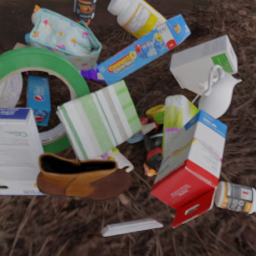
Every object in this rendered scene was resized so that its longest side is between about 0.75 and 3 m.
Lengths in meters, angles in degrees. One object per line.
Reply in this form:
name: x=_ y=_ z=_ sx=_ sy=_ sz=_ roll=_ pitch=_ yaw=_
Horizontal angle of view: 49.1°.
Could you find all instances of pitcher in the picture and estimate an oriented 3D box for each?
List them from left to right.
pitcher: x=2.289 y=-0.940 z=7.372 sx=1.048 sy=1.221 sz=0.740 roll=25 pitch=8 yaw=-32

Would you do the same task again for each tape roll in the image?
tape roll: x=-2.537 y=-0.639 z=7.667 sx=2.979 sy=2.979 sz=0.716 roll=-15 pitch=28 yaw=-14

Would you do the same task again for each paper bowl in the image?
paper bowl: x=-4.255 y=-1.265 z=8.799 sx=1.788 sy=0.930 sz=1.788 roll=-9 pitch=74 yaw=31

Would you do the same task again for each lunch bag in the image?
lunch bag: x=-2.050 y=-2.740 z=9.450 sx=2.218 sy=1.889 sz=1.352 roll=15 pitch=78 yaw=-13

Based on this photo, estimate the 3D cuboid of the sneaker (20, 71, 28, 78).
sneaker: x=-5.110 y=-2.792 z=13.339 sx=0.812 sy=0.756 sz=1.881 roll=10 pitch=58 yaw=-1

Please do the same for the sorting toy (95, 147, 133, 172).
sorting toy: x=-0.600 y=1.255 z=9.565 sx=1.415 sy=0.840 sz=1.572 roll=35 pitch=54 yaw=5

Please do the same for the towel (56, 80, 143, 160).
towel: x=-0.683 y=-0.193 z=7.387 sx=2.122 sy=1.583 sz=0.326 roll=-29 pitch=15 yaw=-32

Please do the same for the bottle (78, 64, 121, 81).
bottle: x=-1.315 y=-2.594 z=13.077 sx=2.026 sy=0.661 sz=0.846 roll=3 pitch=48 yaw=2

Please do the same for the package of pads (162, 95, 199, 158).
package of pads: x=1.539 y=0.118 z=8.132 sx=0.630 sy=1.427 sz=1.847 roll=-4 pitch=73 yaw=31

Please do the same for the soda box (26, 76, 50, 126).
soda box: x=-3.073 y=-0.955 z=9.505 sx=0.692 sy=0.654 sz=2.039 roll=6 pitch=36 yaw=-24

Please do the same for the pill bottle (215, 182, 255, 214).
pill bottle: x=3.425 y=2.159 z=8.554 sx=1.365 sy=0.794 sz=0.794 roll=11 pitch=48 yaw=10

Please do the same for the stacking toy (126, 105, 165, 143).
stacking toy: x=0.912 y=0.007 z=10.194 sx=2.038 sy=0.861 sz=1.845 roll=-30 pitch=18 yaw=-19

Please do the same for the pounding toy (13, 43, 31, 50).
pounding toy: x=-4.052 y=-2.908 z=10.969 sx=0.719 sy=1.011 sz=0.931 roll=48 pitch=20 yaw=16

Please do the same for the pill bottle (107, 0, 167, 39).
pill bottle: x=0.383 y=-4.343 z=11.060 sx=2.282 sy=1.287 sz=1.287 roll=29 pitch=40 yaw=-26

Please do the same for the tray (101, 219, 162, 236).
tray: x=0.056 y=2.064 z=5.875 sx=1.232 sy=0.662 sz=0.137 roll=-6 pitch=80 yaw=-9

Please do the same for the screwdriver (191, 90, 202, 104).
screwdriver: x=2.093 y=-0.728 z=9.509 sx=1.417 sy=0.198 sz=0.206 roll=-50 pitch=16 yaw=0

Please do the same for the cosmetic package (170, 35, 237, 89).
cosmetic package: x=2.787 y=-2.406 z=10.450 sx=2.157 sy=1.161 sz=0.915 roll=-15 pitch=46 yaw=33

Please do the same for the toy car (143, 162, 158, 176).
toy car: x=0.897 y=1.649 z=9.241 sx=0.391 sy=0.577 sz=1.176 roll=-53 pitch=47 yaw=13

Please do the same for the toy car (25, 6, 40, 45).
toy car: x=-3.252 y=-3.985 z=10.783 sx=1.247 sy=1.353 sz=1.197 roll=-1 pitch=18 yaw=21

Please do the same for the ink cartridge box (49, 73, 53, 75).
ink cartridge box: x=-3.120 y=-3.042 z=13.560 sx=1.351 sy=0.572 sz=0.976 roll=2 pitch=47 yaw=3

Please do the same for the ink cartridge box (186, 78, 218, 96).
ink cartridge box: x=3.354 y=-2.167 z=12.736 sx=0.998 sy=0.576 sz=1.372 roll=32 pitch=54 yaw=26

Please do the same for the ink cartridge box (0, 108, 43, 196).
ink cartridge box: x=-3.416 y=0.651 z=6.683 sx=2.677 sy=2.726 sz=0.590 roll=1 pitch=46 yaw=-3

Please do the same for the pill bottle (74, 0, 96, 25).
pill bottle: x=-1.529 y=-4.325 z=9.870 sx=0.728 sy=1.371 sz=0.728 roll=8 pitch=54 yaw=-10

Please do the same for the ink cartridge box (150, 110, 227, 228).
ink cartridge box: x=1.296 y=0.836 z=6.077 sx=0.770 sy=1.330 sz=2.289 roll=33 pitch=46 yaw=-5

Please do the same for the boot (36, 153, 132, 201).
boot: x=-0.672 y=0.897 z=5.697 sx=2.293 sy=2.436 sz=0.834 roll=10 pitch=66 yaw=-17

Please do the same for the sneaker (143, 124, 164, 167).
sneaker: x=1.780 y=0.293 z=10.024 sx=2.802 sy=0.990 sz=1.369 roll=-18 pitch=65 yaw=-15

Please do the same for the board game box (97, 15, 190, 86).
board game box: x=0.569 y=-2.463 z=8.739 sx=2.428 sy=0.693 sz=2.479 roll=-26 pitch=14 yaw=28
